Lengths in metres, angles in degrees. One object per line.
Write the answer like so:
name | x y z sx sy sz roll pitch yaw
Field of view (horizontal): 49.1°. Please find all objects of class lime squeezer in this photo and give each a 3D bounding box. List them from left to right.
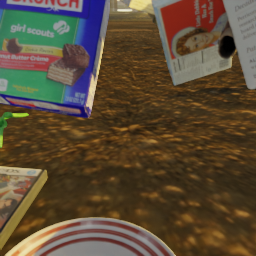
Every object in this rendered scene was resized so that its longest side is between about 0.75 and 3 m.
lime squeezer | -2.117 -0.067 4.915 0.178 0.333 0.942 -9 35 20

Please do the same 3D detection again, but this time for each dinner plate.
dinner plate | -0.489 1.972 3.211 2.452 0.297 2.452 0 26 0

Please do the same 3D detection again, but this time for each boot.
boot | 2.198 -2.209 5.112 0.701 1.459 1.996 29 -10 21

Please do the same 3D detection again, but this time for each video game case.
video game case | -2.550 1.252 4.809 1.693 0.239 1.874 3 25 6

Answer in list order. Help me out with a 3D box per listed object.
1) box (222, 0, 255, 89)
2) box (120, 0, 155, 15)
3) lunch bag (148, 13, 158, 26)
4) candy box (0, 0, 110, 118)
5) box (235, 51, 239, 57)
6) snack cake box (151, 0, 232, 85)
box | 2.628 -1.459 3.371 1.990 1.308 2.001 -16 0 -39
box | 0.478 -3.739 6.756 1.020 1.561 1.553 45 32 24
lunch bag | 1.914 -3.583 8.390 2.352 1.973 1.639 -34 -1 -43
candy box | -1.461 -1.528 4.962 1.970 2.330 0.898 9 -11 -3
box | 4.328 -2.546 8.962 0.383 1.387 2.031 33 28 -16
snack cake box | 1.528 -2.310 6.541 1.589 2.762 0.928 -16 61 10
